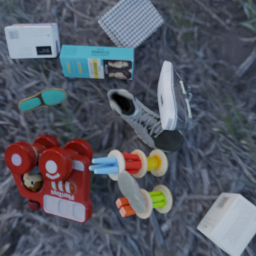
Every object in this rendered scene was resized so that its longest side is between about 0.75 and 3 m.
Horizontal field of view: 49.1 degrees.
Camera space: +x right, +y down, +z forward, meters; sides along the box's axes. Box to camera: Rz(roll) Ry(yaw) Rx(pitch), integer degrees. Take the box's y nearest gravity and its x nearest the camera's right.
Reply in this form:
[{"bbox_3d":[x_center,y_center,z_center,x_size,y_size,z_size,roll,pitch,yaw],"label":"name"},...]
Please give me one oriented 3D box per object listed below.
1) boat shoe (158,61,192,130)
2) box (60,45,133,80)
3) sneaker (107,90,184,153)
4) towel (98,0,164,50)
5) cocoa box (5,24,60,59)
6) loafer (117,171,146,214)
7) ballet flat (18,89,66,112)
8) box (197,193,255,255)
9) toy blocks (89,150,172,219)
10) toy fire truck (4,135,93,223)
[{"bbox_3d":[1.476,-1.030,8.621,0.929,0.983,2.741,6,46,-6],"label":"boat shoe"},{"bbox_3d":[-0.976,-2.106,9.123,2.282,0.939,0.561,2,59,0],"label":"box"},{"bbox_3d":[0.428,-0.204,8.407,2.825,1.631,1.060,36,94,10],"label":"sneaker"},{"bbox_3d":[0.149,-3.575,9.319,1.855,0.794,1.536,-45,104,-10],"label":"towel"},{"bbox_3d":[-3.075,-2.869,9.203,1.470,0.965,0.980,-2,117,0],"label":"cocoa box"},{"bbox_3d":[0.113,1.673,7.477,0.456,0.399,1.269,-21,101,26],"label":"loafer"},{"bbox_3d":[-2.638,-0.910,8.707,1.557,0.491,0.534,-14,108,4],"label":"ballet flat"},{"bbox_3d":[2.881,2.696,7.984,0.928,1.412,1.420,38,81,7],"label":"box"},{"bbox_3d":[0.064,1.595,7.887,2.341,0.850,1.951,2,77,-36],"label":"toy blocks"},{"bbox_3d":[-2.291,1.476,8.136,2.692,1.510,2.261,7,101,19],"label":"toy fire truck"}]
